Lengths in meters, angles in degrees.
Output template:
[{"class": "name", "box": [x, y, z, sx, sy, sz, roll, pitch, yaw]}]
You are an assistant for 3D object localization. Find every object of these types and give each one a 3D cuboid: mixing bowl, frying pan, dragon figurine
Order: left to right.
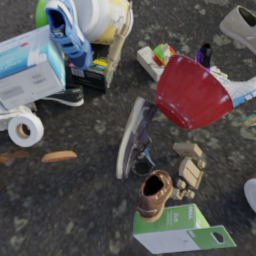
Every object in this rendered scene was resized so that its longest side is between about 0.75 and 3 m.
[{"class": "frying pan", "box": [0.390, 1.268, 10.498, 0.788, 0.212, 1.303, -24, 53, -15]}, {"class": "dragon figurine", "box": [0.551, 0.725, 10.585, 1.578, 0.464, 0.785, 33, 56, 17]}, {"class": "mixing bowl", "box": [1.658, -0.793, 8.079, 2.379, 2.379, 1.288, 41, 87, 19]}]

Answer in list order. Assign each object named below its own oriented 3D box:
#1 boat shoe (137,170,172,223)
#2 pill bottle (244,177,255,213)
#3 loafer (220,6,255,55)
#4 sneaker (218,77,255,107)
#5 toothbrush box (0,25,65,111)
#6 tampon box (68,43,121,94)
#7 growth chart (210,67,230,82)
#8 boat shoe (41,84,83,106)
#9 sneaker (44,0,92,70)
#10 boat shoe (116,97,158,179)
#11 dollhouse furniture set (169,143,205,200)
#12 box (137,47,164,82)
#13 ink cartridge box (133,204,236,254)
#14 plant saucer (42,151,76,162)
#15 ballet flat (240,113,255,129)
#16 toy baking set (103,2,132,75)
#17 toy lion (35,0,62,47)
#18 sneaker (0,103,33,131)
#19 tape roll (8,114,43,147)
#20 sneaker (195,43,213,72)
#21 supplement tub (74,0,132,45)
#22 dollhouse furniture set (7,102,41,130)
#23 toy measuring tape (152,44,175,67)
[{"class": "boat shoe", "box": [0.711, 1.498, 7.054, 0.702, 0.701, 1.993, -2, 17, 15]}, {"class": "pill bottle", "box": [5.454, 1.933, 9.421, 2.644, 1.469, 1.469, -23, 64, -11]}, {"class": "loafer", "box": [4.368, -3.069, 9.185, 2.766, 0.944, 1.046, 33, 56, 15]}, {"class": "sneaker", "box": [3.513, -1.296, 9.825, 2.852, 1.069, 1.236, -30, 91, -9]}, {"class": "toothbrush box", "box": [-3.104, -1.987, 8.845, 1.918, 1.117, 2.619, -19, 41, 4]}, {"class": "tampon box", "box": [-1.346, -2.816, 12.017, 1.579, 1.330, 2.107, 15, 63, 8]}, {"class": "growth chart", "box": [3.585, -2.036, 12.245, 2.291, 0.203, 1.658, 37, 67, 18]}, {"class": "boat shoe", "box": [-3.064, -1.629, 11.563, 2.527, 0.855, 0.908, 13, 39, 7]}, {"class": "sneaker", "box": [-1.889, -2.831, 8.710, 0.891, 2.411, 0.992, -5, 34, 24]}, {"class": "boat shoe", "box": [0.296, 0.315, 8.556, 0.865, 0.960, 2.668, 15, 67, 5]}, {"class": "dollhouse furniture set", "box": [1.935, 1.663, 10.019, 0.888, 1.039, 2.005, -1, 53, 46]}, {"class": "box", "box": [1.066, -2.853, 12.487, 0.643, 0.535, 1.566, -31, 66, -15]}, {"class": "ink cartridge box", "box": [1.378, 2.544, 7.041, 2.235, 1.160, 0.663, -17, 39, 25]}, {"class": "plant saucer", "box": [-2.101, 0.868, 8.517, 1.028, 1.028, 0.192, -9, 80, -5]}, {"class": "ballet flat", "box": [4.258, -0.365, 9.186, 1.153, 0.408, 0.408, -33, 65, 7]}, {"class": "toy baking set", "box": [-0.408, -2.921, 9.136, 0.276, 2.374, 1.822, 18, 25, -18]}, {"class": "toy lion", "box": [-2.421, -4.611, 10.236, 0.972, 2.714, 2.831, 24, 56, 10]}, {"class": "sneaker", "box": [-4.110, -0.577, 8.671, 1.116, 2.921, 1.176, -34, 84, 15]}, {"class": "tape roll", "box": [-2.902, 0.062, 7.949, 0.920, 0.322, 0.920, 3, 105, 10]}, {"class": "sneaker", "box": [2.414, -2.149, 8.872, 0.502, 0.718, 1.444, 12, 56, -4]}, {"class": "supplement tub", "box": [-1.212, -4.072, 10.184, 1.951, 1.951, 2.684, 34, 26, 16]}, {"class": "dollhouse furniture set", "box": [-4.503, -1.023, 11.167, 1.361, 1.163, 2.626, -22, 65, -11]}, {"class": "toy measuring tape", "box": [1.079, -2.416, 8.933, 0.750, 2.038, 0.750, -1, 87, 13]}]
